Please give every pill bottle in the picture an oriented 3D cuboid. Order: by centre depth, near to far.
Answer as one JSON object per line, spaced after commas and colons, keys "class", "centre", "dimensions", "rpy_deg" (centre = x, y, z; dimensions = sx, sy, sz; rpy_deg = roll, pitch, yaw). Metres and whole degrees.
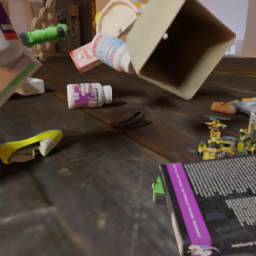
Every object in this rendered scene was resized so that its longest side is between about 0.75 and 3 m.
{"class": "pill bottle", "centre": [-2.856, -2.092, 4.680], "dimensions": [1.299, 2.309, 1.299], "rpy_deg": [-21, 15, 6]}
{"class": "pill bottle", "centre": [-0.384, -2.511, 9.506], "dimensions": [1.737, 0.945, 0.945], "rpy_deg": [35, 35, 30]}
{"class": "pill bottle", "centre": [-1.556, -1.320, 11.377], "dimensions": [1.731, 0.972, 0.972], "rpy_deg": [-5, 19, -12]}

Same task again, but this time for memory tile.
{"class": "memory tile", "centre": [-3.320, -3.969, 11.449], "dimensions": [0.192, 2.287, 1.753], "rpy_deg": [21, 65, 3]}

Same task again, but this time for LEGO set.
{"class": "LEGO set", "centre": [2.679, 0.172, 6.461], "dimensions": [2.089, 1.210, 1.606], "rpy_deg": [8, 20, 24]}

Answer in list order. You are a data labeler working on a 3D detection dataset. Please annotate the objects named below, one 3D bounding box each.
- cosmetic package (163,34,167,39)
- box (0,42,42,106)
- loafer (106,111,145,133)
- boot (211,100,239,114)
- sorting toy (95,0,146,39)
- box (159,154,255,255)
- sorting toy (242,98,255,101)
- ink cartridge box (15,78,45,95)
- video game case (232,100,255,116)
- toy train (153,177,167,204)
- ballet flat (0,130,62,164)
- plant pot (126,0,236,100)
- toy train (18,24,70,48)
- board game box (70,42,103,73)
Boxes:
{"class": "cosmetic package", "centre": [1.492, -3.949, 10.687], "dimensions": [0.665, 2.576, 1.942], "rpy_deg": [-7, 45, -8]}
{"class": "box", "centre": [-2.862, -1.336, 5.938], "dimensions": [1.470, 1.297, 0.711], "rpy_deg": [-43, 4, 4]}
{"class": "loafer", "centre": [-0.071, -0.241, 8.798], "dimensions": [0.548, 0.533, 1.501], "rpy_deg": [17, 25, 42]}
{"class": "boot", "centre": [3.779, -0.875, 10.885], "dimensions": [0.913, 0.435, 1.180], "rpy_deg": [9, 20, 26]}
{"class": "sorting toy", "centre": [0.069, -4.029, 10.375], "dimensions": [2.012, 1.194, 2.235], "rpy_deg": [-21, -5, -45]}
{"class": "box", "centre": [1.719, 1.044, 4.215], "dimensions": [2.252, 0.407, 1.610], "rpy_deg": [-8, 30, 0]}
{"class": "sorting toy", "centre": [5.807, -1.061, 11.769], "dimensions": [1.925, 0.262, 1.084], "rpy_deg": [4, 14, 11]}
{"class": "ink cartridge box", "centre": [-5.203, -2.164, 14.450], "dimensions": [1.133, 0.664, 1.547], "rpy_deg": [-17, 23, -41]}
{"class": "video game case", "centre": [4.790, -0.705, 10.315], "dimensions": [1.577, 0.150, 1.126], "rpy_deg": [-5, 32, -28]}
{"class": "toy train", "centre": [1.290, 1.180, 4.817], "dimensions": [1.795, 0.375, 0.506], "rpy_deg": [5, 29, 14]}
{"class": "ballet flat", "centre": [-2.265, 0.494, 6.782], "dimensions": [1.632, 0.545, 0.547], "rpy_deg": [-16, 46, -34]}
{"class": "plant pot", "centre": [0.972, -1.986, 6.431], "dimensions": [1.769, 1.771, 1.568], "rpy_deg": [18, 26, -39]}
{"class": "toy train", "centre": [-2.628, -2.422, 7.584], "dimensions": [2.141, 0.447, 0.604], "rpy_deg": [-16, 13, -6]}
{"class": "board game box", "centre": [-1.583, -3.003, 11.670], "dimensions": [1.408, 0.326, 1.067], "rpy_deg": [-28, 60, -6]}
